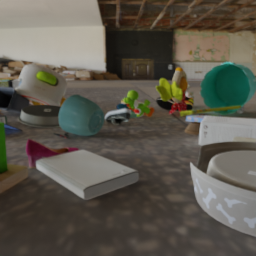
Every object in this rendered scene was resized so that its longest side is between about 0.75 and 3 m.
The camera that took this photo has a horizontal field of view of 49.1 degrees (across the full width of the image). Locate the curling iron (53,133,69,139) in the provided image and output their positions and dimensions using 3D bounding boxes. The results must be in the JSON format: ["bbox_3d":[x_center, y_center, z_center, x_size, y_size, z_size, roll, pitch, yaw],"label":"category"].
[{"bbox_3d":[-2.413,0.256,10.124,0.833,0.206,0.106,4,-21,38],"label":"curling iron"}]

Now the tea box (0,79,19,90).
[{"bbox_3d":[-7.989,-2.327,18.308,2.386,1.621,2.426,-4,13,-14],"label":"tea box"}]

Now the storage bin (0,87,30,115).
[{"bbox_3d":[-6.295,-1.275,14.865,1.924,1.400,1.292,8,-13,32],"label":"storage bin"}]

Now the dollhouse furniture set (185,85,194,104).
[{"bbox_3d":[3.462,-2.173,17.728,0.761,1.558,1.329,-30,59,-3],"label":"dollhouse furniture set"}]

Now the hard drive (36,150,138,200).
[{"bbox_3d":[-1.016,0.989,6.545,1.429,0.285,2.166,-11,16,-40],"label":"hard drive"}]

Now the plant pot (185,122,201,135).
[{"bbox_3d":[2.622,-0.011,10.823,0.821,0.379,0.821,0,14,0],"label":"plant pot"}]

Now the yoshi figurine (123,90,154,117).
[{"bbox_3d":[0.510,-1.229,13.478,1.737,0.976,0.973,28,33,-44],"label":"yoshi figurine"}]

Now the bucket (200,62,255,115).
[{"bbox_3d":[5.327,-2.139,14.768,2.695,2.695,1.754,9,20,36],"label":"bucket"}]

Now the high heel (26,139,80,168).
[{"bbox_3d":[-1.969,0.536,7.494,1.553,0.745,0.523,-10,16,-39],"label":"high heel"}]

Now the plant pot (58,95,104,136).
[{"bbox_3d":[-1.590,-0.378,10.253,1.175,1.465,1.465,18,20,29],"label":"plant pot"}]

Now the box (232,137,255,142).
[{"bbox_3d":[3.436,0.633,7.366,1.335,0.634,0.519,9,15,30],"label":"box"}]

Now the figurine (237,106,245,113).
[{"bbox_3d":[5.973,-0.987,15.422,0.819,0.352,0.799,6,22,30],"label":"figurine"}]

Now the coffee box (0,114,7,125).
[{"bbox_3d":[-6.339,-0.284,11.881,1.984,0.436,1.220,-10,16,-39],"label":"coffee box"}]

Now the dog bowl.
[{"bbox_3d":[2.540,1.014,5.137,2.871,0.842,2.871,-1,12,0],"label":"dog bowl"}]

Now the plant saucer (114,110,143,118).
[{"bbox_3d":[-0.073,-0.781,14.617,1.779,0.244,1.779,0,13,0],"label":"plant saucer"}]

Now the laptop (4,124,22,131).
[{"bbox_3d":[-5.206,0.177,10.653,1.414,0.824,1.595,7,40,32],"label":"laptop"}]

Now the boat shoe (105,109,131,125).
[{"bbox_3d":[-0.509,-0.402,12.070,0.563,0.554,1.563,27,-28,-32],"label":"boat shoe"}]

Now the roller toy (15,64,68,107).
[{"bbox_3d":[-4.799,-2.110,15.512,2.531,1.939,2.775,12,-13,20],"label":"roller toy"}]

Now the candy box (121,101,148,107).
[{"bbox_3d":[0.354,-1.307,16.412,0.936,0.453,1.604,-6,15,-29],"label":"candy box"}]

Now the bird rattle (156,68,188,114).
[{"bbox_3d":[2.622,-1.836,14.114,1.414,2.046,2.509,10,-16,37],"label":"bird rattle"}]

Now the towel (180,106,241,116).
[{"bbox_3d":[4.066,-0.839,13.908,2.792,0.252,1.202,-7,3,-17],"label":"towel"}]

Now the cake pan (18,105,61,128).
[{"bbox_3d":[-3.658,-0.579,12.543,2.380,0.437,2.380,6,17,-2],"label":"cake pan"}]

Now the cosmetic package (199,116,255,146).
[{"bbox_3d":[3.546,0.173,8.937,2.351,0.871,1.195,7,15,21],"label":"cosmetic package"}]

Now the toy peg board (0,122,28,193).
[{"bbox_3d":[-3.997,0.678,5.469,2.768,1.354,2.757,3,13,16],"label":"toy peg board"}]

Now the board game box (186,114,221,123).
[{"bbox_3d":[3.482,-0.421,12.841,1.050,0.254,1.388,12,16,43],"label":"board game box"}]

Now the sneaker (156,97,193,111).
[{"bbox_3d":[2.658,-1.506,15.836,2.075,0.726,0.934,10,50,15],"label":"sneaker"}]

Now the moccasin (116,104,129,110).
[{"bbox_3d":[-0.248,-1.030,14.518,0.385,0.454,1.130,6,1,41],"label":"moccasin"}]
